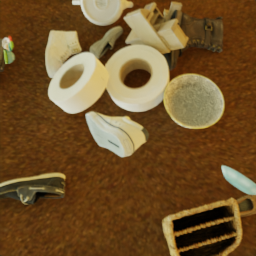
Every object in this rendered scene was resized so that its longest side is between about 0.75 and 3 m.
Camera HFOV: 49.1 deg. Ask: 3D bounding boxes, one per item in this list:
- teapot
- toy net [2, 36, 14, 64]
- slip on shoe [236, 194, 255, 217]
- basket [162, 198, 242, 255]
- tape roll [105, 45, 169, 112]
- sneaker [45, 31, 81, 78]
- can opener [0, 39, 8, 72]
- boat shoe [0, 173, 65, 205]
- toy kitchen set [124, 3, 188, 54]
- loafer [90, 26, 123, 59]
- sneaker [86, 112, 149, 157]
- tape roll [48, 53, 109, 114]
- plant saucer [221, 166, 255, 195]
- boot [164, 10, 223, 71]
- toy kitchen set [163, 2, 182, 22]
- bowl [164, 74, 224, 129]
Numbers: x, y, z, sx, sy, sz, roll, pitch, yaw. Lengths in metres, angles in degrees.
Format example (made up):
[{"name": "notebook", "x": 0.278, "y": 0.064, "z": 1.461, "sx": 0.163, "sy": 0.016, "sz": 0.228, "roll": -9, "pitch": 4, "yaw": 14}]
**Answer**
[{"name": "teapot", "x": -1.217, "y": -5.872, "z": 13.213, "sx": 2.108, "sy": 1.560, "sz": 2.136, "roll": -41, "pitch": 106, "yaw": 15}, {"name": "toy net", "x": -3.567, "y": -2.403, "z": 8.233, "sx": 0.254, "sy": 0.690, "sz": 1.314, "roll": -11, "pitch": 38, "yaw": -24}, {"name": "slip on shoe", "x": 4.475, "y": 2.750, "z": 10.171, "sx": 1.964, "sy": 0.595, "sz": 0.747, "roll": -14, "pitch": 68, "yaw": -6}, {"name": "basket", "x": 2.482, "y": 3.515, "z": 9.225, "sx": 2.392, "sy": 1.782, "sz": 1.707, "roll": -12, "pitch": 68, "yaw": -6}, {"name": "tape roll", "x": 0.356, "y": -2.068, "z": 11.700, "sx": 2.699, "sy": 0.944, "sz": 2.699, "roll": -3, "pitch": 74, "yaw": 9}, {"name": "sneaker", "x": -2.836, "y": -3.373, "z": 12.513, "sx": 1.426, "sy": 0.909, "sz": 2.467, "roll": -1, "pitch": 67, "yaw": 3}, {"name": "can opener", "x": -5.982, "y": -2.815, "z": 12.420, "sx": 0.827, "sy": 0.660, "sz": 2.475, "roll": 1, "pitch": 67, "yaw": 0}, {"name": "boat shoe", "x": -3.631, "y": 2.319, "z": 10.144, "sx": 2.691, "sy": 0.966, "sz": 0.910, "roll": -8, "pitch": 64, "yaw": -5}, {"name": "toy kitchen set", "x": 1.152, "y": -4.666, "z": 11.708, "sx": 2.599, "sy": 2.121, "sz": 2.345, "roll": 4, "pitch": 61, "yaw": 48}, {"name": "loafer", "x": -0.906, "y": -3.908, "z": 12.895, "sx": 1.904, "sy": 0.666, "sz": 0.664, "roll": -44, "pitch": 77, "yaw": -7}, {"name": "sneaker", "x": -0.363, "y": 0.075, "z": 7.839, "sx": 0.924, "sy": 0.953, "sz": 2.610, "roll": -24, "pitch": 29, "yaw": -23}, {"name": "tape roll", "x": -2.004, "y": -1.817, "z": 11.246, "sx": 2.470, "sy": 0.864, "sz": 2.470, "roll": -21, "pitch": 48, "yaw": 25}, {"name": "plant saucer", "x": 2.766, "y": 1.359, "z": 6.950, "sx": 1.141, "sy": 1.141, "sz": 0.220, "roll": 36, "pitch": 84, "yaw": 13}, {"name": "boot", "x": 3.075, "y": -3.831, "z": 12.600, "sx": 2.582, "sy": 1.027, "sz": 2.966, "roll": 11, "pitch": 88, "yaw": -12}, {"name": "toy kitchen set", "x": 2.294, "y": -5.521, "z": 13.201, "sx": 0.927, "sy": 1.025, "sz": 1.137, "roll": 5, "pitch": 47, "yaw": -9}, {"name": "bowl", "x": 2.515, "y": -0.879, "z": 11.347, "sx": 2.367, "sy": 1.111, "sz": 2.367, "roll": 1, "pitch": 69, "yaw": -4}]
